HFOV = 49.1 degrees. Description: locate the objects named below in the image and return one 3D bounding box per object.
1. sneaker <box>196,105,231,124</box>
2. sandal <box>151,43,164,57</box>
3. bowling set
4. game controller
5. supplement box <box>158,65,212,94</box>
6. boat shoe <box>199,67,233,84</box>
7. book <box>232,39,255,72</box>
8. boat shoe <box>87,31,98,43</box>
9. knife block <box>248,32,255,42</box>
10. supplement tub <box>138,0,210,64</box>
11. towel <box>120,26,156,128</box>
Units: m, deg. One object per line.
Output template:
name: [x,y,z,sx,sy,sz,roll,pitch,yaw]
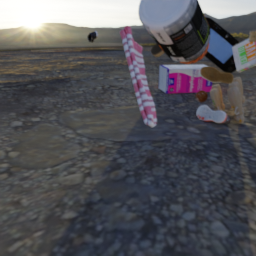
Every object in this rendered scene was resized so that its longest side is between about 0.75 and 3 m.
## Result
sneaker: [3.331,-0.433,10.972,0.644,0.606,1.574,21,8,-32]
sandal: [2.029,-3.554,11.703,2.182,0.800,0.718,-23,-28,35]
bowling set: [3.930,-1.069,11.781,1.877,1.448,2.697,-10,15,31]
game controller: [4.185,-3.835,13.076,2.836,1.479,0.597,38,50,-2]
supplement box: [3.229,-2.782,15.802,2.715,1.374,1.403,-4,21,-11]
boat shoe: [3.169,-1.899,10.354,1.447,0.512,0.502,11,2,-22]
book: [5.216,-3.153,11.531,0.418,1.163,1.740,5,-16,-34]
boat shoe: [-1.495,-3.651,11.310,0.305,0.374,1.012,-17,14,-20]
knife block: [4.340,-2.902,8.957,0.861,0.314,0.981,10,18,23]
supplement tub: [1.441,-2.874,7.991,1.519,1.519,2.479,13,-7,31]
towel: [0.310,-1.019,6.121,0.307,2.051,1.501,-15,-2,10]
